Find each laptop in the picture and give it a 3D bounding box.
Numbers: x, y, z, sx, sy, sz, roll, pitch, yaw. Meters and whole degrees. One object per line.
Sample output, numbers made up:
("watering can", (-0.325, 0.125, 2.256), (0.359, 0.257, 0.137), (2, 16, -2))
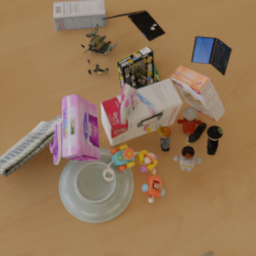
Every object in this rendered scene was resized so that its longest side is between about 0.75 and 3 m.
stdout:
("laptop", (3.195, -2.789, 10.888), (0.709, 1.217, 1.373), (-20, 51, -15))
("laptop", (0.261, -4.188, 11.566), (2.039, 1.053, 1.807), (48, 39, -3))

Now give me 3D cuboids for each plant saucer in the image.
("plant saucer", (-1.077, 1.876, 9.519), (2.589, 0.650, 2.589), (1, 71, -3))

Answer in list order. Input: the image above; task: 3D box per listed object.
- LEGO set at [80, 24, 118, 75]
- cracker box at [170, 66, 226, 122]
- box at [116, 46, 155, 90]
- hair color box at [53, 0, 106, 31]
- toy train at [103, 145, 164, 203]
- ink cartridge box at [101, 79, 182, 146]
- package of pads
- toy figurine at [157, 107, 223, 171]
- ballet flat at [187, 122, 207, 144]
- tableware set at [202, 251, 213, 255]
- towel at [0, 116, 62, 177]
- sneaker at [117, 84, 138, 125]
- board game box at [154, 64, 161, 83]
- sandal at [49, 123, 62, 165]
("LEGO set", (-1.395, -3.522, 13.009), (1.670, 0.729, 2.571), (13, 74, 9))
("cracker box", (2.521, -1.185, 10.013), (0.600, 2.081, 1.394), (-48, 46, -3))
("box", (0.298, -1.889, 9.818), (1.280, 1.603, 0.395), (-32, 58, -13))
("hair color box", (-2.416, -5.687, 14.059), (2.530, 0.767, 1.253), (-6, 60, -4))
("toy train", (0.365, 1.440, 9.415), (2.246, 0.625, 1.687), (23, 60, -16))
("ink cartridge box", (0.426, -0.524, 10.345), (2.689, 1.984, 1.151), (-19, 71, -9))
("package of pads", (-1.407, 0.046, 8.391), (0.713, 1.135, 1.883), (-16, 69, 26))
("toy figurine", (2.134, 0.371, 9.855), (1.856, 1.311, 1.885), (-31, 55, -15))
("ballet flat", (2.691, 0.218, 11.005), (1.116, 0.317, 0.371), (-44, 98, -17))
("tableware set", (1.864, 4.854, 8.190), (2.461, 0.493, 1.627), (-16, 49, -15))
("towel", (-3.266, 0.460, 9.598), (2.884, 2.777, 0.498), (-42, 107, -23))
("sneaker", (0.020, -0.735, 9.034), (0.598, 0.551, 1.356), (14, 81, -11))
("board game box", (0.845, -2.096, 12.309), (1.134, 0.254, 2.165), (-12, 61, -4))
("sandal", (-2.164, 0.462, 8.216), (0.325, 0.538, 1.322), (9, 59, -26))
